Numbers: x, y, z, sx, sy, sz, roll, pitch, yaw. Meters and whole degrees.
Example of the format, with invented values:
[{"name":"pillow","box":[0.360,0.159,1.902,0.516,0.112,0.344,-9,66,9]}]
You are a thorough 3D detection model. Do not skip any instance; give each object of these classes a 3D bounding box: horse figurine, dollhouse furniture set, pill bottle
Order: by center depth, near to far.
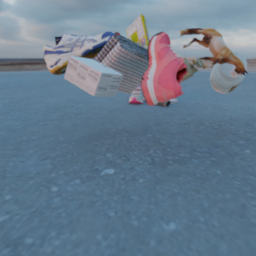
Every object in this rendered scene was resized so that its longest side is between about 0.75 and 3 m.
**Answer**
[{"name":"horse figurine","box":[2.729,-2.677,9.343,1.681,0.633,2.537,-13,57,-18]},{"name":"pill bottle","box":[3.956,-2.170,11.062,1.242,1.242,2.172,3,-5,11]},{"name":"dollhouse furniture set","box":[2.721,-2.484,12.411,1.105,0.838,1.261,-27,-18,35]}]

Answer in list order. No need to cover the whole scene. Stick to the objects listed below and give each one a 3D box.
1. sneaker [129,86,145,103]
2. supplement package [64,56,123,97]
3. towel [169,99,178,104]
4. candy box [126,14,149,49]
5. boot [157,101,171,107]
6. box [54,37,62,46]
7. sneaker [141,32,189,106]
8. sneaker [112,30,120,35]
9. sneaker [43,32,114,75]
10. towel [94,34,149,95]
[{"name":"sneaker","box":[0.578,-2.104,17.565,0.906,0.983,2.228,3,15,11]},{"name":"supplement package","box":[-0.930,-1.369,7.527,1.192,0.661,0.928,33,22,28]},{"name":"towel","box":[2.255,-1.717,17.629,1.297,0.219,1.358,-9,17,-30]},{"name":"candy box","box":[0.484,-4.229,13.311,0.292,2.212,1.130,18,-37,-41]},{"name":"boot","box":[2.021,-1.620,16.603,1.116,0.405,1.014,4,44,41]},{"name":"box","box":[-3.021,-3.752,14.168,1.161,1.645,0.649,-8,28,-12]},{"name":"sneaker","box":[1.208,-1.793,8.258,1.202,1.022,2.772,-4,54,22]},{"name":"sneaker","box":[-0.326,-3.523,13.346,1.237,1.122,2.913,46,0,18]},{"name":"sneaker","box":[-1.890,-3.145,10.578,2.856,1.259,1.075,-25,-4,-1]},{"name":"towel","box":[-0.184,-2.173,9.689,2.055,1.702,0.879,8,47,-47]}]
